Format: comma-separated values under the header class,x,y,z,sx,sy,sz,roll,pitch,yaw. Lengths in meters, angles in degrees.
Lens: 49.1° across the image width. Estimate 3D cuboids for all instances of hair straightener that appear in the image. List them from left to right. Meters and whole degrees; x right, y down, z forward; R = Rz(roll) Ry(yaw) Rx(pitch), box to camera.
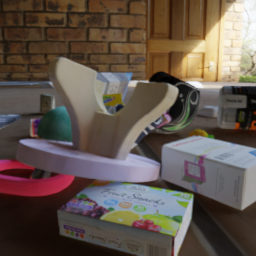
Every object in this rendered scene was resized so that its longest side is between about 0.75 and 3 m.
class,x,y,z,sx,sy,sz,roll,pitch,yaw
hair straightener,-1.484,0.646,5.759,0.533,0.284,1.386,0,31,11

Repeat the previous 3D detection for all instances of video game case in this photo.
class,x,y,z,sx,sy,sz,roll,pitch,yaw
video game case,-5.479,-0.250,11.124,1.626,0.216,2.276,0,13,-1

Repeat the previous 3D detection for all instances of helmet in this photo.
class,x,y,z,sx,sy,sz,roll,pitch,yaw
helmet,1.312,-0.730,9.342,1.999,1.906,1.999,23,15,-6

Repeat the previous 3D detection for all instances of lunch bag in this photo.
class,x,y,z,sx,sy,sz,roll,pitch,yaw
lunch bag,-3.912,-1.155,13.634,0.656,0.916,1.116,-1,10,-31

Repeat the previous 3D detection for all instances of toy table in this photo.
class,x,y,z,sx,sy,sz,roll,pitch,yaw
toy table,-0.387,-0.057,5.030,2.581,1.644,2.808,13,0,36

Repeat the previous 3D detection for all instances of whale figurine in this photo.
class,x,y,z,sx,sy,sz,roll,pitch,yaw
whale figurine,-1.254,0.033,7.395,2.240,1.162,1.782,-2,16,-40

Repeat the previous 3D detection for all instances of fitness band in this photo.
class,x,y,z,sx,sy,sz,roll,pitch,yaw
fitness band,-1.966,0.863,5.479,1.864,0.349,1.339,5,13,12

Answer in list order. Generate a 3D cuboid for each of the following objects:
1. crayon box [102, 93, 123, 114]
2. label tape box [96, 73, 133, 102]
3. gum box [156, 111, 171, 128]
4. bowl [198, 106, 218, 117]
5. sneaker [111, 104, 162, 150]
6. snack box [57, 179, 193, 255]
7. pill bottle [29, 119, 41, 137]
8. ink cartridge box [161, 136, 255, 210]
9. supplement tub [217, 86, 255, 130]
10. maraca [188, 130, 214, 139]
class,x,y,z,sx,sy,sz,roll,pitch,yaw
crayon box,-1.006,-0.529,9.836,1.701,0.496,1.468,-5,47,-6
label tape box,-0.745,-1.350,11.760,2.495,1.799,0.790,-11,43,-42
gum box,0.863,-0.429,8.145,0.453,0.799,0.264,-37,-9,40
bowl,3.966,-0.790,13.228,1.055,0.394,1.053,-9,15,-32
sneaker,0.229,-0.360,8.249,1.205,0.778,2.221,-41,27,13
snack box,0.004,1.186,3.881,1.575,0.417,1.120,5,13,22
pill bottle,-2.693,-0.015,9.161,1.001,0.563,0.563,-3,12,-13
ink cartridge box,1.650,0.728,5.270,1.246,0.730,1.724,-10,17,-40
supplement tub,4.524,-0.697,9.876,2.558,1.567,1.567,3,12,15
maraca,2.093,0.277,8.109,0.534,0.417,0.780,-35,31,-30
